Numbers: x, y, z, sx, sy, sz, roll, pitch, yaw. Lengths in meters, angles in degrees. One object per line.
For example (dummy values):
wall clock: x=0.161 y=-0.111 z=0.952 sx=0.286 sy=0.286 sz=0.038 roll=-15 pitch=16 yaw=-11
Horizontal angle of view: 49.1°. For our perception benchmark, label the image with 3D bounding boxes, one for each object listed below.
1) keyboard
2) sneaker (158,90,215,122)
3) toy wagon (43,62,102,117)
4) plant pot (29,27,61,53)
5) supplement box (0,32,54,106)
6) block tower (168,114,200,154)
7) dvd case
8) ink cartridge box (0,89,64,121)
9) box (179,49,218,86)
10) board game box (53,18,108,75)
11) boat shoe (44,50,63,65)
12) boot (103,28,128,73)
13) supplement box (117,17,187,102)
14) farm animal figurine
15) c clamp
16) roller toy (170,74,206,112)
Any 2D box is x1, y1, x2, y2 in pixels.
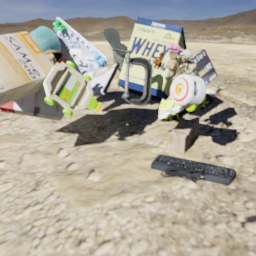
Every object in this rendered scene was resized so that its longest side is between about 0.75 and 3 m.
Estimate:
keyboard: x=2.156 y=1.288 z=9.451 sx=2.738 sy=0.543 sz=1.425 roll=8 pitch=24 yaw=21
sneaker: x=1.921 y=-0.921 z=9.809 sx=2.329 sy=0.890 sz=0.878 roll=-21 pitch=-21 yaw=41
toy wagon: x=-1.794 y=-1.154 z=9.382 sx=0.401 sy=2.028 sz=1.574 roll=-9 pitch=51 yaw=55
plant pot: x=-4.059 y=-3.640 z=12.712 sx=1.537 sy=1.537 sz=1.233 roll=13 pitch=40 yaw=27
supplement box: x=-3.818 y=-1.824 z=8.689 sx=1.059 sy=1.815 sz=2.879 roll=-36 pitch=5 yaw=34
block tower: x=2.402 y=0.162 z=11.832 sx=0.700 sy=0.749 sz=2.592 roll=11 pitch=24 yaw=23
dvd case: x=-1.426 y=-1.791 z=11.216 sx=2.200 sy=0.193 sz=1.569 roll=-7 pitch=50 yaw=41
ink cartridge box: x=-3.468 y=-1.257 z=10.526 sx=2.251 sy=1.652 sz=0.933 roll=10 pitch=-13 yaw=-16
box: x=2.559 y=-2.053 z=10.517 sx=1.479 sy=1.192 sz=0.363 roll=-39 pitch=20 yaw=-19
board game box: x=-2.406 y=-3.262 z=13.231 sx=2.890 sy=2.890 sz=0.374 roll=40 pitch=65 yaw=2
boat shoe: x=-3.349 y=-2.861 z=11.695 sx=0.668 sy=0.685 sz=1.810 roll=0 pitch=33 yaw=20
boot: x=-0.620 y=-3.581 z=13.146 sx=0.703 sy=1.356 sz=2.076 roll=-20 pitch=62 yaw=-18
supplement box: x=1.133 y=-2.683 z=11.890 sx=1.855 sy=2.761 sz=2.764 roll=18 pitch=3 yaw=14
farm animal figurine: x=1.508 y=-2.092 z=8.612 sx=0.708 sy=1.137 sz=1.408 roll=-52 pitch=15 yaw=-23
c clamp: x=0.144 y=-1.648 z=9.327 sx=1.602 sy=1.876 sz=0.254 roll=-7 pitch=10 yaw=-32
roller toy: x=1.640 y=-1.040 z=7.841 sx=0.680 sy=0.888 sz=0.973 roll=3 pitch=42 yaw=-34
